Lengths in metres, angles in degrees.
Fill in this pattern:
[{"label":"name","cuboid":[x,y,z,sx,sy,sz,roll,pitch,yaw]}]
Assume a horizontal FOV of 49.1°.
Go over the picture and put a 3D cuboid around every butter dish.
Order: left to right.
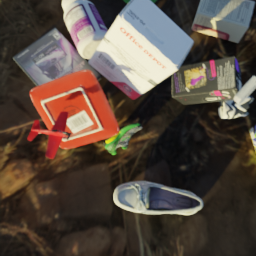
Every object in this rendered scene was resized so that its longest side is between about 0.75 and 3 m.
[{"label":"butter dish","cuboid":[-1.478,-0.710,8.723,2.189,1.618,2.183,-17,113,18]}]

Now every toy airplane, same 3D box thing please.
[{"label":"toy airplane","cuboid":[-2.008,0.098,7.141,1.332,0.245,1.332,-9,61,16]}]

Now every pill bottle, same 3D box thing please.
[{"label":"pill bottle","cuboid":[-1.529,-3.651,9.909,1.234,1.234,2.198,-23,74,-7]}]

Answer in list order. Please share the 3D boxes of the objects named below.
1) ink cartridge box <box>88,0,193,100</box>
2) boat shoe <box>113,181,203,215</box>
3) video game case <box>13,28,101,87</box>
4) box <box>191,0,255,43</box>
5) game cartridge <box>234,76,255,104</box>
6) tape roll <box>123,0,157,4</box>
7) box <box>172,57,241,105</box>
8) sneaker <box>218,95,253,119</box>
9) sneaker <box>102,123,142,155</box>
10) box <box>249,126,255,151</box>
[{"label":"ink cartridge box","cuboid":[0.239,-2.128,7.978,1.923,2.657,1.121,38,66,-12]},{"label":"boat shoe","cuboid":[0.862,2.107,8.325,2.605,0.835,0.960,9,73,3]},{"label":"video game case","cuboid":[-2.532,-2.123,9.956,1.915,0.254,2.680,-40,76,-11]},{"label":"box","cuboid":[3.398,-4.034,10.143,1.827,0.996,1.168,19,74,6]},{"label":"game cartridge","cuboid":[3.023,-0.939,7.164,0.222,1.098,0.732,40,107,18]},{"label":"tape roll","cuboid":[0.462,-5.516,10.923,1.666,0.400,1.666,0,72,0]},{"label":"box","cuboid":[2.455,-1.395,8.754,1.921,1.174,1.019,-4,79,30]},{"label":"sneaker","cuboid":[3.619,-1.117,9.440,1.122,0.688,1.724,2,65,-8]},{"label":"sneaker","cuboid":[-0.100,0.343,9.096,1.404,0.548,0.598,-37,83,-1]},{"label":"box","cuboid":[4.708,1.160,8.591,0.972,0.892,2.774,-9,74,-2]}]
